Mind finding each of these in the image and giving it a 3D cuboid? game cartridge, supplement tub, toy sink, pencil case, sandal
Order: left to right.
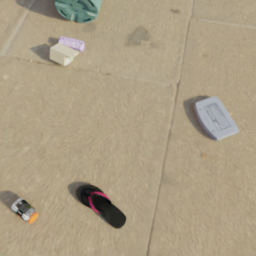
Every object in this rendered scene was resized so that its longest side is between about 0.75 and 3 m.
[{"bbox_3d":[-3.604,2.909,9.798,0.861,0.528,0.528,33,67,17],"label":"supplement tub"},{"bbox_3d":[-2.936,-3.323,12.912,1.105,0.619,0.720,25,42,9],"label":"toy sink"},{"bbox_3d":[-2.721,-4.007,13.470,1.247,0.523,0.533,15,79,10],"label":"pencil case"},{"bbox_3d":[-0.953,2.697,9.931,2.148,0.484,0.807,35,67,17],"label":"sandal"},{"bbox_3d":[3.583,-0.389,11.654,1.241,0.377,1.861,-18,63,-13],"label":"game cartridge"}]

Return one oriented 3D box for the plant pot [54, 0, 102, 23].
[{"bbox_3d":[-2.331,-7.037,13.918,2.892,2.892,2.833,5,70,3],"label":"plant pot"}]
